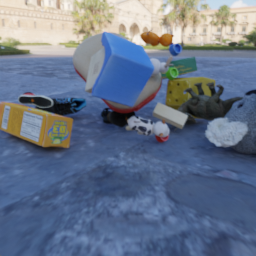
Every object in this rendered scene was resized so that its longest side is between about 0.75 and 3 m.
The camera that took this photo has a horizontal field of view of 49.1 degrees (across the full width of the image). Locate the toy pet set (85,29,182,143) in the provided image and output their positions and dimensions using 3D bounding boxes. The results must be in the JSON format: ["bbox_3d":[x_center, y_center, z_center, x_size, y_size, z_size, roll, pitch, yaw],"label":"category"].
[{"bbox_3d":[0.492,-1.276,6.516,2.657,2.846,1.511,14,-11,-29],"label":"toy pet set"}]

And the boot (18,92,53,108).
[{"bbox_3d":[-2.620,-0.846,8.111,0.939,0.340,0.677,8,18,-8],"label":"boot"}]

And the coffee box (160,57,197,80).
[{"bbox_3d":[1.256,-1.894,9.444,1.306,0.467,2.124,-13,7,-14],"label":"coffee box"}]

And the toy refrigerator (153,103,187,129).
[{"bbox_3d":[1.189,-0.339,7.987,0.918,0.348,0.321,25,-18,13],"label":"toy refrigerator"}]

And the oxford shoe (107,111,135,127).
[{"bbox_3d":[-0.331,-0.313,8.782,0.615,0.529,1.457,6,2,24],"label":"oxford shoe"}]

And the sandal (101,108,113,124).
[{"bbox_3d":[-0.672,-0.483,9.761,0.508,0.323,1.351,-3,18,-9],"label":"sandal"}]

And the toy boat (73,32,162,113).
[{"bbox_3d":[-0.396,-1.528,8.688,1.882,1.886,2.885,-36,70,-18],"label":"toy boat"}]

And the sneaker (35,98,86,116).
[{"bbox_3d":[-2.197,-0.722,9.226,0.801,0.716,1.955,-12,7,32],"label":"sneaker"}]

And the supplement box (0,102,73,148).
[{"bbox_3d":[-2.520,-0.108,7.374,2.457,0.845,0.817,16,6,40],"label":"supplement box"}]

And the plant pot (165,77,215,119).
[{"bbox_3d":[1.892,-1.025,9.095,1.329,1.338,1.369,6,0,37],"label":"plant pot"}]

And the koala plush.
[{"bbox_3d":[3.222,-0.054,6.277,2.285,2.368,2.576,-4,-5,-44],"label":"koala plush"}]

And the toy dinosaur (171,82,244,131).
[{"bbox_3d":[2.251,-0.638,7.870,2.299,1.176,0.885,-2,22,34],"label":"toy dinosaur"}]
